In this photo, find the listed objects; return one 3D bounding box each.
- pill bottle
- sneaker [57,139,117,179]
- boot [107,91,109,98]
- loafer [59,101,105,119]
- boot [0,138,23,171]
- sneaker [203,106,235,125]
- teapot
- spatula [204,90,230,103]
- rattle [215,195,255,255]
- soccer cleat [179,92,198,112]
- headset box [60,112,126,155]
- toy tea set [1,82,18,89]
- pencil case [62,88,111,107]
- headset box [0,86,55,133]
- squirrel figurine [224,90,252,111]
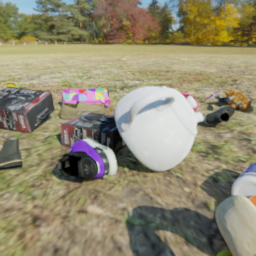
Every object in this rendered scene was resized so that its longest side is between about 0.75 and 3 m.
[{"bbox_3d":[2.499,1.039,5.304,0.703,0.703,1.215,14,24,36],"label":"pill bottle"},{"bbox_3d":[-1.117,0.690,6.142,0.985,0.689,1.981,-11,7,-30],"label":"sneaker"},{"bbox_3d":[-1.753,-1.590,13.664,1.309,0.520,1.503,9,23,24],"label":"boot"},{"bbox_3d":[-1.767,-0.723,10.824,1.793,0.605,0.682,-8,30,-10],"label":"loafer"},{"bbox_3d":[-3.005,0.634,6.583,1.000,0.692,0.387,-8,-15,-8],"label":"boot"},{"bbox_3d":[3.385,-0.430,9.694,1.440,0.538,0.765,-22,9,-28],"label":"sneaker"},{"bbox_3d":[0.828,-0.182,6.469,1.610,2.176,2.204,-35,22,21],"label":"teapot"},{"bbox_3d":[3.954,-1.323,12.255,0.799,0.291,2.828,-33,10,7],"label":"spatula"},{"bbox_3d":[1.257,1.917,3.336,1.949,2.139,2.994,35,7,5],"label":"rattle"},{"bbox_3d":[1.531,-0.931,11.155,2.574,0.899,1.111,-3,1,-26],"label":"soccer cleat"},{"bbox_3d":[-0.951,0.106,8.286,1.888,0.729,1.405,11,22,25],"label":"headset box"},{"bbox_3d":[-5.264,-0.987,11.129,2.141,1.273,0.792,-15,47,-2],"label":"toy tea set"},{"bbox_3d":[-1.838,-1.292,12.252,2.099,0.927,0.927,-4,19,-7],"label":"pencil case"},{"bbox_3d":[-3.738,-0.673,9.737,2.130,0.822,1.585,10,36,15],"label":"headset box"},{"bbox_3d":[4.849,-1.160,12.033,1.153,0.816,1.077,-18,32,-36],"label":"squirrel figurine"}]
